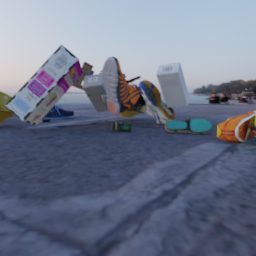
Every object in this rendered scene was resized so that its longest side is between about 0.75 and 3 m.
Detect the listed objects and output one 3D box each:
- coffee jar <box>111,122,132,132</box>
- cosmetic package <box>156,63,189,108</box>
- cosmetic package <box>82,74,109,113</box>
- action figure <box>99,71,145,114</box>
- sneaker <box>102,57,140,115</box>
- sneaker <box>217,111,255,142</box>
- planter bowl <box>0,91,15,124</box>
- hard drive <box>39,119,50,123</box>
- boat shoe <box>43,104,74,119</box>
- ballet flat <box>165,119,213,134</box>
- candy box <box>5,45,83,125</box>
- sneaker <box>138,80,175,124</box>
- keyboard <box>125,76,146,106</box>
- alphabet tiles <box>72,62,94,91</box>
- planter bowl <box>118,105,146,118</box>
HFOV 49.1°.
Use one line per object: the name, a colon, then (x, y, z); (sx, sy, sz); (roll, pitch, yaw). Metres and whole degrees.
coffee jar: (-0.262, -0.036, 10.571); (0.758, 0.323, 0.395); (3, 9, -9)
cosmetic package: (1.917, -1.763, 11.850); (0.954, 1.877, 0.695); (-2, 48, 24)
cosmetic package: (-1.373, -1.687, 13.877); (1.061, 0.895, 1.986); (-6, -38, 17)
action figure: (-0.352, -1.580, 13.559); (1.521, 2.981, 1.771); (-37, -35, 12)
sneaker: (-0.214, -1.577, 9.962); (1.183, 2.112, 0.819); (-25, 39, -31)
sneaker: (3.616, -0.110, 8.961); (0.954, 0.903, 2.474); (6, 8, 42)
planter bowl: (-6.164, -0.841, 11.859); (3.000, 1.250, 3.000); (25, 11, -5)
hard drive: (-4.461, -0.385, 14.514); (0.831, 0.176, 0.560); (6, 9, 42)
boat shoe: (-4.501, -0.979, 16.703); (2.484, 0.853, 1.045); (-1, 7, -9)
ballet flat: (2.191, -0.027, 10.147); (1.679, 0.569, 0.632); (0, -18, 14)
candy box: (-3.104, -1.535, 10.792); (0.909, 2.979, 2.031); (40, -7, -1)
sneaker: (1.068, -1.053, 12.638); (1.043, 2.366, 0.891); (-17, 27, 48)
keyboard: (0.380, -1.845, 14.264); (0.262, 1.619, 2.548); (-14, 3, -41)
alphabet tiles: (-2.237, -2.579, 13.942); (0.051, 1.349, 1.128); (31, 8, 34)
planter bowl: (-0.095, -1.244, 15.991); (2.239, 0.932, 2.239); (15, 38, -13)
